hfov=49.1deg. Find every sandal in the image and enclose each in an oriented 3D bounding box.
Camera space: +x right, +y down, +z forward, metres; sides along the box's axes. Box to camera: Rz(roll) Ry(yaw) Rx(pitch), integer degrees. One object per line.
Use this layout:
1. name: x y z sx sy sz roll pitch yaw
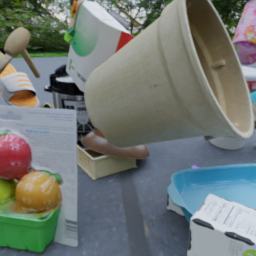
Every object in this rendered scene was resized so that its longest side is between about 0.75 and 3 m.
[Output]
1. sandal: -3.467 -1.442 8.341 0.875 0.654 2.283 -24 63 -38

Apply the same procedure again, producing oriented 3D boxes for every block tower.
1. block tower: 2.802 -0.198 7.125 1.873 0.506 0.542 -16 59 16

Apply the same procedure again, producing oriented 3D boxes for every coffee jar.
1. coffee jar: -0.898 -3.340 10.324 0.980 1.880 0.802 22 42 -34

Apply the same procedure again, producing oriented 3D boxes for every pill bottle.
1. pill bottle: 3.564 -0.674 9.510 1.482 2.602 1.482 2 24 -1

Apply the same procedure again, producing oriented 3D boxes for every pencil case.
1. pencil case: 3.208 -2.526 7.219 0.858 0.858 1.963 11 59 28

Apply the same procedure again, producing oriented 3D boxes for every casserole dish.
1. casserole dish: 2.076 1.345 5.378 2.701 0.524 1.636 -3 23 -9

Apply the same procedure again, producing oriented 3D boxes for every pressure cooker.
1. pressure cooker: -1.538 -1.027 10.232 2.535 2.838 2.496 17 26 37

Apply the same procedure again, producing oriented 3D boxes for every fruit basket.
1. fruit basket: -2.080 0.885 5.349 2.448 2.643 1.239 3 7 11

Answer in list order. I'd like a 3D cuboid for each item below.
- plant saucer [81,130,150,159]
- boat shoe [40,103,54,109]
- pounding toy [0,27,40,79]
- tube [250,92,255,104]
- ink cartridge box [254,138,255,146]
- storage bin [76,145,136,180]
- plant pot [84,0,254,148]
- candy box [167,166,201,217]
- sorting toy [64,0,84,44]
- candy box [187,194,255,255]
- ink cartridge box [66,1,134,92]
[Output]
1. plant saucer: -0.345 0.423 8.545 2.126 0.389 2.126 11 9 -2
2. boat shoe: -3.619 -0.781 12.677 0.773 0.693 2.088 1 20 2
3. pounding toy: -3.145 -1.155 6.511 2.745 1.575 1.570 -17 39 51
4. tube: 3.442 -0.628 7.983 1.925 0.745 0.485 -26 -8 -16
5. ink cartridge box: 5.536 0.536 8.342 2.094 1.183 2.858 -2 20 -5
6. storage bin: -0.689 0.795 8.393 1.449 0.679 1.439 -13 24 -30
7. plant pot: 0.626 -0.789 5.386 2.506 2.737 2.737 -20 7 34
8. candy box: 1.954 1.576 6.350 1.684 0.602 1.413 14 25 35
9. sorting toy: -1.008 -2.114 5.226 0.167 0.839 1.135 14 52 -21
10. candy box: 1.774 2.021 3.511 2.036 1.708 0.728 13 24 32
11. ink cartridge box: -0.695 -1.722 7.544 0.702 2.255 2.803 -11 50 -34
